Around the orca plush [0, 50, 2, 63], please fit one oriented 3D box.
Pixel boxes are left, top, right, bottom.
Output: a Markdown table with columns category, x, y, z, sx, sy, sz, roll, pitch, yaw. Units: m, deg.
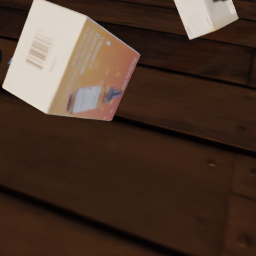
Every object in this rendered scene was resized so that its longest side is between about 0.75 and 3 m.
| category | x | y | z | sx | sy | sz | roll | pitch | yaw |
| --- | --- | --- | --- | --- | --- | --- | --- | --- | --- |
| orca plush | -3.601 | -2.389 | 6.311 | 1.008 | 2.835 | 1.491 | -28 | 53 | -1 |

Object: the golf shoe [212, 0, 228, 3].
| category | x | y | z | sx | sy | sz | roll | pitch | yaw |
| --- | --- | --- | --- | --- | --- | --- | --- | --- | --- |
| golf shoe | 1.686 | -2.244 | 4.286 | 1.084 | 0.512 | 0.421 | -23 | 15 | -35 |

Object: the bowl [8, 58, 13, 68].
| category | x | y | z | sx | sy | sz | roll | pitch | yaw |
| --- | --- | --- | --- | --- | --- | --- | --- | --- | --- |
| bowl | -2.702 | -1.362 | 7.296 | 1.021 | 1.021 | 0.200 | 31 | 70 | 29 |

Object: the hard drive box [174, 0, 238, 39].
| category | x | y | z | sx | sy | sz | roll | pitch | yaw |
| --- | --- | --- | --- | --- | --- | --- | --- | --- | --- |
| hard drive box | 1.849 | -3.004 | 6.966 | 0.618 | 1.255 | 1.611 | -27 | 14 | -2 |

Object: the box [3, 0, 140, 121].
| category | x | y | z | sx | sy | sz | roll | pitch | yaw |
| --- | --- | --- | --- | --- | --- | --- | --- | --- | --- |
| box | -0.730 | -0.882 | 4.182 | 0.886 | 1.268 | 1.666 | 28 | 10 | 23 |
